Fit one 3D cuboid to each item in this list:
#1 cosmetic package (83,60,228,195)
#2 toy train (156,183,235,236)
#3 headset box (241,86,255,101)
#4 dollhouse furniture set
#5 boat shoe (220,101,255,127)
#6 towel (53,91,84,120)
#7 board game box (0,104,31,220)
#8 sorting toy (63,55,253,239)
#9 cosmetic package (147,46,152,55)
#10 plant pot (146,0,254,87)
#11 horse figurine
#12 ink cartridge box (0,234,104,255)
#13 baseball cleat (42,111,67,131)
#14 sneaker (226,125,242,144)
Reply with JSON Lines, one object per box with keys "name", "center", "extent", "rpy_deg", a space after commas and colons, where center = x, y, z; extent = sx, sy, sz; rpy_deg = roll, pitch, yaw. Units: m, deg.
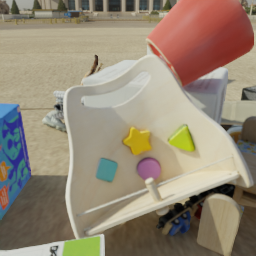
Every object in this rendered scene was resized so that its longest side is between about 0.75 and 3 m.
{"name": "cosmetic package", "center": [0.703, -0.209, 6.463], "extent": [2.669, 2.220, 2.234], "rpy_deg": [10, 27, 21]}
{"name": "toy train", "center": [1.328, 1.427, 5.152], "extent": [2.029, 0.346, 0.465], "rpy_deg": [-18, 52, -35]}
{"name": "headset box", "center": [5.417, -0.939, 9.769], "extent": [2.337, 0.877, 1.737], "rpy_deg": [-13, 27, -26]}
{"name": "dollhouse furniture set", "center": [2.967, 0.761, 4.351], "extent": [2.997, 1.950, 2.753], "rpy_deg": [17, 35, 27]}
{"name": "boat shoe", "center": [2.912, -0.407, 9.005], "extent": [2.931, 1.065, 0.919], "rpy_deg": [10, -17, 34]}
{"name": "towel", "center": [-1.089, -0.480, 8.224], "extent": [1.538, 0.795, 1.857], "rpy_deg": [10, 0, 30]}
{"name": "board game box", "center": [-2.492, 0.740, 4.984], "extent": [0.509, 1.721, 2.263], "rpy_deg": [2, 25, 4]}
{"name": "sorting toy", "center": [0.138, 0.184, 4.509], "extent": [2.625, 2.363, 1.403], "rpy_deg": [-22, 4, 3]}
{"name": "cosmetic package", "center": [1.986, -3.270, 13.743], "extent": [1.571, 1.906, 1.572], "rpy_deg": [19, 30, 37]}
{"name": "plant pot", "center": [1.090, -1.465, 4.670], "extent": [1.276, 1.442, 1.442], "rpy_deg": [-36, 25, 6]}
{"name": "horse figurine", "center": [-1.528, -1.791, 10.570], "extent": [0.489, 1.958, 1.297], "rpy_deg": [30, -22, -12]}
{"name": "ink cartridge box", "center": [-1.256, 2.071, 2.622], "extent": [2.240, 0.848, 1.655], "rpy_deg": [-10, 24, 0]}
{"name": "baseball cleat", "center": [-2.209, -0.249, 8.636], "extent": [1.079, 0.376, 0.575], "rpy_deg": [16, 71, 32]}
{"name": "sneaker", "center": [3.667, 0.251, 7.146], "extent": [2.266, 0.857, 0.993], "rpy_deg": [9, 25, 18]}
